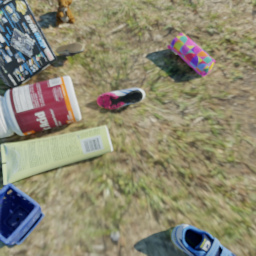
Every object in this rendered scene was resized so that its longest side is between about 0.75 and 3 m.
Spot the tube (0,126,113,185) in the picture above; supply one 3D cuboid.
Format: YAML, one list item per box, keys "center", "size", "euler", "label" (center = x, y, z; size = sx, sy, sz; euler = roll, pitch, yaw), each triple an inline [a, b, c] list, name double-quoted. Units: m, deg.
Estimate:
- center: [-1.877, 0.602, 7.328]
  size: [2.869, 0.745, 0.832]
  euler: [-14, 27, -4]
  label: "tube"

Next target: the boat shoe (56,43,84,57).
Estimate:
- center: [-1.857, -2.514, 9.141]
  size: [1.063, 0.345, 0.382]
  euler: [0, 66, 25]
  label: "boat shoe"

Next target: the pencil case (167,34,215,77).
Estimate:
- center: [2.034, -2.345, 9.026]
  size: [0.700, 0.700, 1.584]
  euler: [-35, 65, -19]
  label: "pencil case"

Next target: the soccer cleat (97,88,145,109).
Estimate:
- center: [-0.192, -0.875, 8.338]
  size: [1.436, 0.502, 0.620]
  euler: [-7, 14, 13]
  label: "soccer cleat"

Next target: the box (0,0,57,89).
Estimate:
- center: [-3.347, -2.499, 8.226]
  size: [0.509, 2.213, 1.759]
  euler: [26, 61, 41]
  label: "box"

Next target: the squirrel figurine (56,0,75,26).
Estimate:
- center: [-2.328, -4.353, 10.070]
  size: [0.694, 0.916, 0.981]
  euler: [-4, 60, -2]
  label: "squirrel figurine"

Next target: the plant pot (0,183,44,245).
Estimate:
- center: [-2.571, 2.001, 6.341]
  size: [0.998, 0.898, 0.998]
  euler: [31, 65, 17]
  label: "plant pot"

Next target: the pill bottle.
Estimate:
- center: [-2.525, -0.530, 7.604]
  size: [2.255, 1.288, 1.288]
  euler: [-16, 61, -9]
  label: "pill bottle"

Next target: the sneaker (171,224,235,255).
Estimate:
- center: [1.749, 2.695, 6.040]
  size: [1.751, 0.720, 0.647]
  euler: [28, 61, 14]
  label: "sneaker"
